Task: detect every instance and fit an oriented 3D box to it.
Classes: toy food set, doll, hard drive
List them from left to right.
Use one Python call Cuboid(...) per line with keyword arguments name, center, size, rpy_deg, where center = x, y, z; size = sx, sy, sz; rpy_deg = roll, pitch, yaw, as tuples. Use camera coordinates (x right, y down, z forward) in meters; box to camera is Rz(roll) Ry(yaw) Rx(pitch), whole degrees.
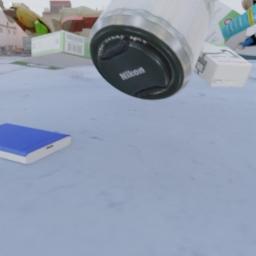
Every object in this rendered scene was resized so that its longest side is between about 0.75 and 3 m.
Cuboid(name="hard drive", center=(-2.990, 0.340, 7.460), size=(2.420, 0.307, 1.596), rpy_deg=(9, 19, 26))
Cuboid(name="toy food set", center=(-3.168, -3.249, 8.911), size=(2.371, 0.476, 1.637), rpy_deg=(23, -14, 7))
Cuboid(name="doll", center=(3.690, -2.616, 8.305), size=(0.961, 0.341, 1.409), rpy_deg=(-28, 3, 5))

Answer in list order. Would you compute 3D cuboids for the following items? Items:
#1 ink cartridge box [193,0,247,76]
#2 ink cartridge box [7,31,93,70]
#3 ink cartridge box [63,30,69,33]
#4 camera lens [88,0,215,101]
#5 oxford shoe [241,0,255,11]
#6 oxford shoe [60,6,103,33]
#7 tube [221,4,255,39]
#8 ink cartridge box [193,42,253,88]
Cuboid(name="ink cartridge box", center=(2.384, -3.615, 10.217), size=(2.997, 2.170, 1.258), rpy_deg=(46, 0, 23))
Cuboid(name="ink cartridge box", center=(-1.522, -1.597, 6.054), size=(1.849, 0.443, 1.345), rpy_deg=(4, 5, 36))
Cuboid(name="ink cartridge box", center=(-2.635, -3.932, 11.422), size=(0.659, 0.195, 0.823), rpy_deg=(-35, 15, -11))
Cuboid(name="camera lens", center=(0.475, -1.778, 5.019), size=(1.810, 1.810, 2.263), rpy_deg=(9, 59, 28))
Cuboid(name="oxford shoe", center=(3.705, -3.491, 8.200), size=(0.973, 0.344, 0.359), rpy_deg=(10, -9, -39))
Cuboid(name="oxford shoe", center=(-1.076, -3.455, 8.614), size=(2.042, 0.754, 0.723), rpy_deg=(-8, -21, -22))
Cuboid(name="tube", center=(2.614, -2.390, 6.310), size=(0.300, 0.461, 1.190), rpy_deg=(-13, -2, -22))
Cuboid(name="ink cartridge box", center=(1.787, -1.305, 5.678), size=(0.832, 0.481, 1.144), rpy_deg=(-3, 38, -19))
